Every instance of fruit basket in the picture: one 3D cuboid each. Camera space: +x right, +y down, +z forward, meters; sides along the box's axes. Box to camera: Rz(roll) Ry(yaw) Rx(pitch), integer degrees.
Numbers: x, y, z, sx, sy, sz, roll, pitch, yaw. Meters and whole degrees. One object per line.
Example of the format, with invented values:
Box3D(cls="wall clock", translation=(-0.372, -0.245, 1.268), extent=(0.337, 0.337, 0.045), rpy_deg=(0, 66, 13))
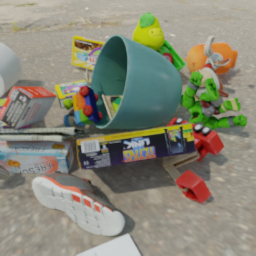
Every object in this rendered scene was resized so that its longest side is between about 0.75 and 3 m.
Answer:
Box3D(cls="fruit basket", translation=(0.900, -3.096, 11.457), extent=(2.878, 2.878, 2.076), rpy_deg=(-19, 63, -26))

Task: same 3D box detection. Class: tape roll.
Box3D(cls="tape roll", translation=(-5.401, -2.267, 11.023), extent=(1.941, 1.941, 1.333), rpy_deg=(8, 41, 12))

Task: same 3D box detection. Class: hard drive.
Box3D(cls="hard drive", translation=(-0.352, 2.594, 5.451), extent=(1.141, 0.152, 0.753), rpy_deg=(-15, 36, -21))

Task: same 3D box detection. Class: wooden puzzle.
Box3D(cls="wooden puzzle", translation=(0.034, -0.695, 9.411), extent=(1.623, 0.302, 1.501), rpy_deg=(0, 40, -20))

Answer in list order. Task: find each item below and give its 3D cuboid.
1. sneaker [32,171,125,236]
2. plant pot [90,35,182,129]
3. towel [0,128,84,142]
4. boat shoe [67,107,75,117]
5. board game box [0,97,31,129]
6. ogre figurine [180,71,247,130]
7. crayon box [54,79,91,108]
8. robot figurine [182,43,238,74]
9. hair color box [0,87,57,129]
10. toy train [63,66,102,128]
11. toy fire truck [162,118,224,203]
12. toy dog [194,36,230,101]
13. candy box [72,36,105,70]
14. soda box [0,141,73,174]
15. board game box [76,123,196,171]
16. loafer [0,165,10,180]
Box3D(cls="sneaker", translation=(-1.034, 1.513, 6.430), extent=(2.486, 0.958, 1.018), rpy_deg=(20, 32, 26))
Box3D(cls="plant pot", translation=(0.310, -1.264, 9.026), extent=(2.295, 2.860, 2.860), rpy_deg=(7, 28, -28))
Box3D(cls="towel", translation=(-2.417, 0.221, 8.040), extent=(2.221, 0.384, 2.139), rpy_deg=(-2, -2, -1))
Box3D(cls="boat shoe", translation=(-1.652, -0.748, 10.008), extent=(0.603, 0.534, 1.648), rpy_deg=(25, 35, 9))
Box3D(cls="board game box", translation=(-3.907, -0.508, 9.266), extent=(1.264, 0.340, 2.107), rpy_deg=(-17, 35, -9))
Box3D(cls="ogre figurine", translation=(2.478, -0.679, 8.735), extent=(2.215, 1.328, 1.087), rpy_deg=(25, 57, -21))
Box3D(cls="crayon box", translation=(-2.074, -1.409, 11.208), extent=(1.506, 0.439, 1.300), rpy_deg=(-14, 35, -15))
Box3D(cls="robot figurine", translation=(3.711, -3.112, 12.750), extent=(2.449, 1.428, 1.761), rpy_deg=(-8, 72, -16))
Box3D(cls="hair color box", translation=(-2.695, -0.604, 7.692), extent=(0.572, 0.949, 1.869), rpy_deg=(32, 8, -1))
Box3D(cls="toy train", translation=(-1.608, -0.948, 9.025), extent=(1.119, 0.818, 1.933), rpy_deg=(-20, 69, 16))
Box3D(cls="toy fire truck", translation=(1.558, 0.720, 7.593), extent=(1.798, 0.622, 2.550), rpy_deg=(-43, 30, -12))
Box3D(cls="toy dog", translation=(3.340, -1.917, 10.612), extent=(1.370, 1.876, 2.844), rpy_deg=(18, 70, 22))
Box3D(cls="candy box", translation=(-1.385, -3.344, 13.110), extent=(2.734, 1.397, 0.361), rpy_deg=(17, 30, 17))
Box3D(cls="soda box", translation=(-2.598, 0.797, 7.704), extent=(2.070, 0.658, 0.708), rpy_deg=(1, 33, 3))
Box3D(cls="board game box", translation=(0.091, 0.477, 6.944), extent=(2.538, 0.720, 2.098), rpy_deg=(-8, -5, -6))
Box3D(cls="loafer", translation=(-3.427, 0.854, 6.612), extent=(0.555, 1.545, 0.486), rpy_deg=(-17, 62, 23))
